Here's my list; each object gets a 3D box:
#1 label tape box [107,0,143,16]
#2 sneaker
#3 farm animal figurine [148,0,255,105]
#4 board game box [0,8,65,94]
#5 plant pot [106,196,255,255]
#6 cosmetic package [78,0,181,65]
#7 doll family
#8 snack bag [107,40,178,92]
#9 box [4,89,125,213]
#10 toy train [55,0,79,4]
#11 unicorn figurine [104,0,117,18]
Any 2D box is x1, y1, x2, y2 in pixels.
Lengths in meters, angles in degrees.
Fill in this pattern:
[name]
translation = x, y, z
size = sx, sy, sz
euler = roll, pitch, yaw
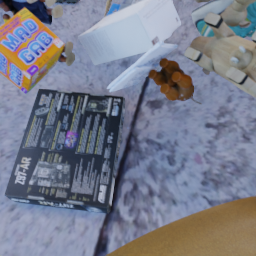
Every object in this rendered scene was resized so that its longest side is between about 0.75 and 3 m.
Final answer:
[label tape box]
translation = 0.155, -3.297, 7.523
size = 1.424, 0.471, 1.020
euler = 7, 46, 9
[sneaker]
translation = 2.587, -2.519, 6.072
size = 1.046, 2.700, 1.075
euler = -30, 104, -24
[farm animal figurine]
translation = 1.581, -1.835, 4.818
size = 2.350, 1.463, 2.910
euler = -3, 78, 40
[board game box]
translation = -1.659, -1.210, 4.526
size = 0.805, 0.805, 0.805
euler = 41, 64, -12
[plant pot]
translation = 0.794, 2.000, 3.368
size = 2.225, 2.073, 2.073
euler = -3, 62, -14
[cosmetic package]
translation = -0.013, -1.706, 4.937
size = 1.623, 0.659, 0.916
euler = -2, 39, 47
[doll family]
translation = -1.997, -1.998, 5.114
size = 1.420, 2.458, 0.964
euler = 19, 53, 20
[snack bag]
translation = 0.282, -0.990, 4.542
size = 1.117, 1.053, 0.120
euler = -37, 86, 27
[box]
translation = -1.394, 0.466, 6.945
size = 2.334, 0.634, 2.914
euler = 5, 62, 3
[toy train]
translation = -2.416, -4.552, 9.836
size = 1.406, 0.240, 0.322
euler = 4, 50, 3
[unicorn figurine]
translation = -0.491, -4.177, 5.978
size = 1.919, 1.032, 2.794
euler = 26, 96, -26
